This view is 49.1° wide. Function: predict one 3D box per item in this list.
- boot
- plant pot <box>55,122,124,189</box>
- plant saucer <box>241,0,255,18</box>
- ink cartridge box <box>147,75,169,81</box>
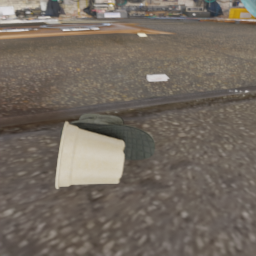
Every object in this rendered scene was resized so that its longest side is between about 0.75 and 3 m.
[{"bbox_3d":[-0.391,0.024,7.480,2.515,0.852,1.643,9,22,14],"label":"boot"},{"bbox_3d":[-0.759,0.636,5.816,1.254,1.370,1.370,8,25,-9],"label":"plant pot"},{"bbox_3d":[2.710,-2.776,5.685,0.175,1.279,1.279,-37,32,-2],"label":"plant saucer"},{"bbox_3d":[1.354,-2.231,12.736,0.878,0.196,0.774,-4,26,-8],"label":"ink cartridge box"}]
